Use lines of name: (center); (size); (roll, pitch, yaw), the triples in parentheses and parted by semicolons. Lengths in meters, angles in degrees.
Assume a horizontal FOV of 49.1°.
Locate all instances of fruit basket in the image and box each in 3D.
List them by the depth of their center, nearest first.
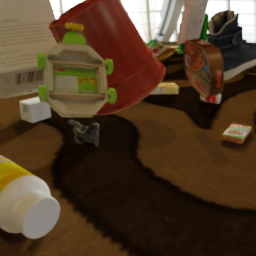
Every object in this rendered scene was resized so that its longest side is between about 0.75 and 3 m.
fruit basket: (2.839, -4.272, 12.357); (1.493, 2.070, 2.070); (6, 20, -6)
fruit basket: (1.222, -3.653, 12.995); (0.820, 0.886, 0.415); (-29, 43, 33)

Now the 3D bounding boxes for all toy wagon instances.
toy wagon: (-1.005, -1.128, 5.453); (1.443, 1.860, 0.368); (-1, -14, -24)

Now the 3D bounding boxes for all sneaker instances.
sneaker: (3.339, -2.705, 8.469); (2.560, 1.850, 0.973); (-30, 28, -30)

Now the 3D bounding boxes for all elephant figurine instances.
elephant figurine: (-1.512, 0.162, 9.311); (1.054, 0.746, 0.817); (4, 6, -8)

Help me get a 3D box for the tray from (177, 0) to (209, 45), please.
tray: (2.414, -3.911, 10.343); (1.029, 1.916, 0.212); (-20, 59, -13)

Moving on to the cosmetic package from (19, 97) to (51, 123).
cosmetic package: (-3.819, -0.753, 11.532); (0.777, 0.778, 0.943); (18, 28, 37)

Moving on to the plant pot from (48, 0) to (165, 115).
plant pot: (-0.751, -2.463, 8.830); (2.991, 2.908, 2.991); (-22, 32, 14)

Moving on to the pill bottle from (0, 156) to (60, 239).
pill bottle: (-2.319, 1.345, 5.583); (2.120, 1.105, 1.105); (17, 27, 38)

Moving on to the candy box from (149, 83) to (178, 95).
candy box: (1.916, -2.215, 15.815); (1.639, 0.453, 0.946); (-2, 21, -5)

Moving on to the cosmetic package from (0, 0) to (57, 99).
cosmetic package: (-3.841, -2.973, 10.139); (2.414, 2.929, 2.416); (-15, -7, -25)

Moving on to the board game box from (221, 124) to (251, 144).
board game box: (3.841, 0.191, 9.922); (0.692, 0.217, 1.449); (12, 27, 31)

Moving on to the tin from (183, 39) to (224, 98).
tin: (2.114, -1.751, 8.046); (0.520, 1.392, 2.486); (-7, 27, -2)

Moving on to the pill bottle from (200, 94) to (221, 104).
pill bottle: (4.079, -1.508, 13.884); (0.916, 0.514, 0.514); (13, 24, 30)
